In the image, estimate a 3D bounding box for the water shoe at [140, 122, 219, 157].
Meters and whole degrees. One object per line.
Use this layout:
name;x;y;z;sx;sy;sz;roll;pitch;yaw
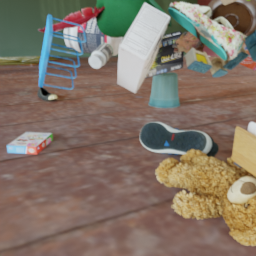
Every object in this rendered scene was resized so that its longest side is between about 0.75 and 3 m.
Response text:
water shoe;1.225;0.411;7.219;0.869;0.787;2.202;26;-8;-41

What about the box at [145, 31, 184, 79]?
box;1.219;-2.707;10.451;1.724;1.390;0.423;-17;44;-11

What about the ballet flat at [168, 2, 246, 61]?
ballet flat;1.848;-2.394;6.566;2.137;0.683;0.808;50;6;23

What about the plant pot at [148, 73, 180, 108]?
plant pot;1.594;-1.682;12.222;1.408;1.379;1.408;0;19;0

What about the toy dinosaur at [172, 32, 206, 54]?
toy dinosaur;2.607;-3.315;10.169;1.089;1.719;2.537;17;62;23

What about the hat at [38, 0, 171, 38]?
hat;-0.615;-2.665;7.759;2.389;2.539;2.884;29;18;-37

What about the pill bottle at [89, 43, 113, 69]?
pill bottle;-0.953;-2.523;9.840;0.576;0.576;1.019;7;40;21

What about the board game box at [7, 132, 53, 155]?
board game box;-2.676;0.404;7.717;0.824;0.217;1.077;3;18;8

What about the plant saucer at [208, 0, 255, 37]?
plant saucer;2.477;-2.605;6.709;1.283;1.283;0.206;9;55;26

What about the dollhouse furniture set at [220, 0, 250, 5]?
dollhouse furniture set;1.818;-2.141;4.198;1.851;0.925;0.714;38;-22;-32

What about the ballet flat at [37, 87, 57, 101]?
ballet flat;-3.913;-1.599;13.364;0.577;0.493;1.737;-15;23;-38

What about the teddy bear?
teddy bear;1.545;0.960;5.073;1.828;0.842;2.521;-5;19;-8

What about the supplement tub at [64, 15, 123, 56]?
supplement tub;-1.296;-3.547;10.732;1.975;1.386;1.386;9;20;12

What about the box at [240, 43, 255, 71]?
box;3.994;-3.421;9.249;1.270;1.326;2.661;17;56;-15

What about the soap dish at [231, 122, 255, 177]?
soap dish;2.761;0.749;4.567;1.943;0.789;1.529;24;12;-31

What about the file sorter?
file sorter;-1.617;-1.768;6.756;0.864;1.409;0.978;6;41;-23

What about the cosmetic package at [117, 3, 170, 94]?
cosmetic package;0.272;-1.713;6.751;0.666;1.086;2.631;31;-7;1

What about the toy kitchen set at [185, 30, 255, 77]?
toy kitchen set;2.540;-1.887;7.244;1.308;0.962;1.633;7;-32;-32
